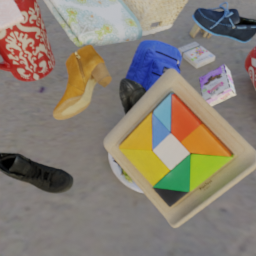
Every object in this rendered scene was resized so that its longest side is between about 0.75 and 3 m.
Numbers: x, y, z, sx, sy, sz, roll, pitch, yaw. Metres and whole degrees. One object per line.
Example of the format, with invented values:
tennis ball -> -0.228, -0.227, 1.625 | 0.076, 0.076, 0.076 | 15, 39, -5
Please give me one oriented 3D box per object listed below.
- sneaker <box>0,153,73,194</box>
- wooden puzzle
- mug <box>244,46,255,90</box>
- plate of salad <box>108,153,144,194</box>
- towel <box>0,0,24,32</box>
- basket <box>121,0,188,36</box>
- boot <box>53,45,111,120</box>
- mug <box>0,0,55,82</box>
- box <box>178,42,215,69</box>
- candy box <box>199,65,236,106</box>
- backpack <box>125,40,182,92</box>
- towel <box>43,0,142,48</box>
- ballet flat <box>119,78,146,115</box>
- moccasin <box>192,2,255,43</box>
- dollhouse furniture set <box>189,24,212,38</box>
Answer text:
sneaker -> -2.075, 0.884, 5.728 | 1.781, 0.929, 0.535 | 12, 70, 15
wooden puzzle -> 0.737, 0.382, 4.845 | 2.153, 1.992, 0.401 | 50, 24, 15
mug -> 5.751, -1.518, 9.777 | 2.613, 1.964, 2.944 | -3, 53, 7
plate of salad -> 0.839, 0.702, 8.733 | 2.927, 0.703, 2.927 | 0, 51, 0
towel -> -2.618, -2.301, 5.750 | 0.776, 0.125, 0.741 | -29, 69, -8
basket -> 0.559, -4.433, 9.008 | 2.171, 1.762, 2.190 | -28, 78, -38
boot -> -1.237, -1.075, 6.503 | 1.672, 0.588, 1.197 | -38, 61, 8
mug -> -3.556, -2.771, 8.323 | 2.407, 2.712, 1.809 | -20, 54, -9
box -> 2.952, -3.200, 12.244 | 1.026, 0.271, 1.316 | -25, 56, -19
candy box -> 2.710, -1.277, 8.571 | 0.898, 0.383, 1.071 | -27, 43, 33
backpack -> 0.800, -1.559, 7.741 | 1.292, 1.590, 1.334 | 15, 9, -32
towel -> -1.014, -3.159, 7.600 | 2.067, 0.581, 2.415 | -23, 68, -33
ballet flat -> 0.172, -0.352, 6.093 | 0.623, 1.876, 0.533 | -28, 58, -14
moccasin -> 2.407, -2.636, 6.774 | 1.872, 0.638, 0.753 | 1, 61, -29
dollhouse furniture set -> 3.439, -4.551, 13.329 | 0.836, 0.556, 0.733 | 4, 47, -26
